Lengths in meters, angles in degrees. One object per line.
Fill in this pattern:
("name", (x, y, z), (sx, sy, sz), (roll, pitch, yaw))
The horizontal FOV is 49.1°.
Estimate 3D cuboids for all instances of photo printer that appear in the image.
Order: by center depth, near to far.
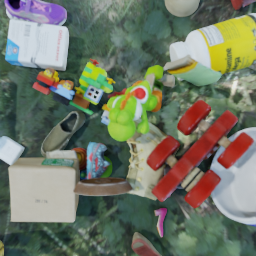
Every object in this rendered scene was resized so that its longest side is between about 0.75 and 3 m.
("photo printer", (-3.664, 0.670, 8.516), (0.785, 0.273, 0.653), (31, 85, 4))

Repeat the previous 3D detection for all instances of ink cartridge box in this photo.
("ink cartridge box", (-2.734, -2.497, 8.578), (1.679, 0.721, 1.230), (6, 88, -6))

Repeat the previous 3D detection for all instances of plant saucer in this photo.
("plant saucer", (-0.632, 1.443, 7.043), (1.501, 1.501, 0.259), (-2, 87, 0))

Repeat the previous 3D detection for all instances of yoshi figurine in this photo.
("yoshi figurine", (0.068, -0.370, 6.874), (1.176, 2.093, 1.172), (-16, 104, 30))

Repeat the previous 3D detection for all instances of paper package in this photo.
("paper package", (-2.256, 1.672, 7.669), (1.726, 0.893, 1.646), (3, 106, -4))

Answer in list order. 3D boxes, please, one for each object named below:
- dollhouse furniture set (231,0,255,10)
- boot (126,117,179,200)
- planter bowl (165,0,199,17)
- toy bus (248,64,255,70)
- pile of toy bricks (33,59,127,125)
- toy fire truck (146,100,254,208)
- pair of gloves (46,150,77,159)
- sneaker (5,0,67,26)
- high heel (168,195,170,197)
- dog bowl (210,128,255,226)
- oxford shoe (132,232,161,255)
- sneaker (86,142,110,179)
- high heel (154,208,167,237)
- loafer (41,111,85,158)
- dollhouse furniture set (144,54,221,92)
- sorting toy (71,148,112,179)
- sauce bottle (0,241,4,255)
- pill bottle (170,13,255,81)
("dollhouse furniture set", (4.385, -3.636, 8.642), (1.474, 1.114, 2.740), (-19, 83, -2))
("boot", (0.221, 0.826, 7.669), (2.459, 0.895, 1.911), (32, 76, -36))
("planter bowl", (1.780, -4.246, 8.913), (1.111, 0.748, 1.111), (0, 83, -1))
("toy bus", (5.144, -1.347, 8.226), (2.642, 1.365, 2.493), (-5, 83, -1))
("pile of toy bricks", (-1.113, -1.212, 7.970), (2.899, 1.608, 1.431), (27, 96, -4))
("toy fire truck", (1.761, 0.811, 7.375), (1.607, 2.407, 2.867), (41, 84, 18))
("pair of gloves", (-1.910, 1.101, 8.119), (0.888, 0.183, 1.044), (0, 118, 3))
("sneaker", (-2.957, -3.725, 8.781), (1.997, 0.883, 0.803), (10, 82, 0))
("high heel", (0.875, 1.879, 8.396), (0.780, 0.263, 0.375), (42, 91, 12))
("dog bowl", (3.352, 1.285, 7.287), (0.965, 2.451, 2.451), (23, 82, -26))
("oxford shoe", (0.638, 3.526, 7.956), (0.505, 0.536, 1.434), (-31, 106, 12))
("sneaker", (-0.845, 1.114, 7.918), (0.666, 0.553, 1.395), (0, 93, 3))
("high heel", (1.033, 2.782, 8.260), (0.378, 0.266, 0.789), (-9, 76, -7))
("loafer", (-2.014, 0.132, 8.396), (0.659, 0.610, 1.751), (36, 83, 9))
("dollhouse furniture set", (1.187, -1.094, 7.664), (1.197, 2.394, 0.924), (23, 77, -28))
("sorting toy", (-1.186, 1.111, 8.288), (1.413, 0.580, 0.849), (19, 82, 4))
("sauce bottle", (-3.558, 3.208, 6.846), (0.745, 2.303, 0.745), (4, 75, -15))
("pill bottle", (2.628, -2.291, 8.273), (2.583, 1.452, 1.452), (-17, 83, 2))
